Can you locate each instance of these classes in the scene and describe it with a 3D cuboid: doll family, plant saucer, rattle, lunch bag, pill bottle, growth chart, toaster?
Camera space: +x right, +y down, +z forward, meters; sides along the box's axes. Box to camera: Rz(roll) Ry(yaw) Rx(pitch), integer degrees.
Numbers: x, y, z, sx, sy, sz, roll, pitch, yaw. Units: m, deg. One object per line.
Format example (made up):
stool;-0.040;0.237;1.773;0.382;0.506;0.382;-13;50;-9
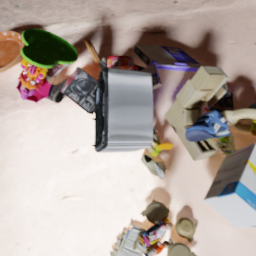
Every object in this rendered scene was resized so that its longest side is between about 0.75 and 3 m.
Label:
doll family;0.735;2.870;7.613;0.969;1.561;0.704;-26;48;-25
plant saucer;-1.505;-3.293;12.467;0.243;1.507;1.507;-28;55;3
rattle;3.859;0.145;10.146;2.315;1.507;1.654;8;82;15
plant saucer;-6.004;-3.469;13.058;2.619;0.423;2.619;-4;60;8
lunch bag;-0.182;-2.203;10.652;1.157;1.313;0.538;-2;69;2
pill bottle;-3.206;-2.642;11.939;1.448;0.827;0.827;-31;44;32
growth chart;3.563;0.569;10.169;0.691;0.085;0.956;-7;68;11
toaster;-0.276;-0.513;9.153;1.635;2.755;2.491;1;80;-12
rattle;1.121;0.305;9.950;0.874;0.959;1.343;37;37;-7
growth chart;0.080;3.453;8.141;0.978;0.120;1.351;23;56;18

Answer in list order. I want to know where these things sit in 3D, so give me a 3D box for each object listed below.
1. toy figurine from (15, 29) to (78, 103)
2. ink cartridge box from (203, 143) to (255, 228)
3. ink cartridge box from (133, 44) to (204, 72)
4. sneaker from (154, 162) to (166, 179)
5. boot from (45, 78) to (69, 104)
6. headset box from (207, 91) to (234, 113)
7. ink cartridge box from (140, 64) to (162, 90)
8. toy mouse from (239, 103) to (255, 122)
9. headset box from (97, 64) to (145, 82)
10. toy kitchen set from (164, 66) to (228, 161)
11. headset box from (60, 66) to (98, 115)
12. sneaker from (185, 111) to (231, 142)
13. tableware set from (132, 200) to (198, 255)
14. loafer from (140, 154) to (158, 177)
toy figurine;-3.344;-1.899;10.307;2.034;2.494;2.710;28;33;-11
ink cartridge box;3.523;1.726;8.340;1.401;1.426;1.937;40;60;-3
ink cartridge box;1.768;-2.912;12.071;2.413;0.529;2.436;-1;34;-24
sneaker;1.098;1.350;9.169;0.345;0.328;0.858;-4;26;-7
boot;-3.179;-1.735;11.820;1.460;0.581;1.677;17;55;27
headset box;3.704;-0.955;11.282;0.927;0.481;1.246;9;50;6
ink cartridge box;0.697;-1.866;10.956;1.116;0.242;1.106;-22;53;20
toy mouse;5.334;-0.416;10.896;1.987;0.433;2.236;1;53;-1
headset box;-0.125;-1.948;11.851;2.194;0.847;1.633;22;55;17
toy kitchen set;3.051;-0.524;9.800;1.978;2.425;2.188;-6;54;-35
headset box;-1.762;-1.513;11.116;1.673;0.646;1.245;37;94;13
sneaker;2.522;-0.064;9.107;2.280;0.843;0.938;-4;83;-49
tableware set;1.149;3.133;8.251;1.946;0.226;1.625;22;53;12
loafer;0.804;1.280;9.679;0.376;0.339;0.993;-37;61;-25
